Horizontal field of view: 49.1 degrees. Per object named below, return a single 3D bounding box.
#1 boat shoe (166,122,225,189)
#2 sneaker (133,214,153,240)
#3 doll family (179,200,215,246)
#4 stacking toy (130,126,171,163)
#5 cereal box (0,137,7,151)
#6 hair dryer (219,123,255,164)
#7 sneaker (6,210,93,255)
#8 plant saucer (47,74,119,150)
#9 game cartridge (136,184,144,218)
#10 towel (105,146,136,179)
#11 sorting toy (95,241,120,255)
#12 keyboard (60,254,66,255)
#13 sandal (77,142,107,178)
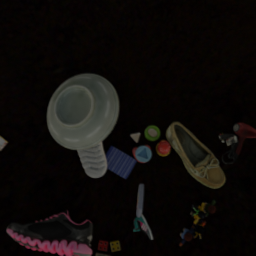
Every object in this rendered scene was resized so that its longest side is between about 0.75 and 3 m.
[{"bbox_3d":[2.394,0.959,9.855,1.008,0.869,2.763,-35,81,-7],"label":"boat shoe"},{"bbox_3d":[0.452,3.478,9.592,0.547,0.379,0.906,-25,72,-10],"label":"sneaker"},{"bbox_3d":[2.288,3.157,9.322,0.714,1.052,1.819,24,80,4],"label":"doll family"},{"bbox_3d":[0.772,0.556,10.089,1.375,0.581,1.244,-21,80,-5],"label":"stacking toy"},{"bbox_3d":[-5.233,0.741,10.206,0.973,0.267,1.352,36,81,7],"label":"cereal box"},{"bbox_3d":[4.014,0.446,10.130,1.716,0.466,1.307,-23,117,-8],"label":"hair dryer"},{"bbox_3d":[-2.527,3.430,9.412,2.911,1.150,1.388,11,57,1],"label":"sneaker"},{"bbox_3d":[-1.757,-0.685,9.845,2.864,0.719,2.864,-5,74,17],"label":"plant saucer"},{"bbox_3d":[0.408,2.426,9.438,0.200,0.650,0.976,9,45,-1],"label":"game cartridge"},{"bbox_3d":[-0.358,1.260,10.200,1.117,0.133,0.808,30,78,4],"label":"towel"},{"bbox_3d":[-0.738,4.714,9.388,0.890,0.312,1.845,12,78,2],"label":"sorting toy"},{"bbox_3d":[-2.277,5.092,9.368,1.074,0.229,1.789,40,82,14],"label":"keyboard"},{"bbox_3d":[-1.373,0.311,10.123,1.201,0.725,2.951,-5,91,14],"label":"sandal"}]
